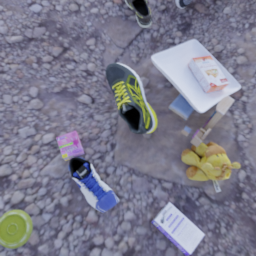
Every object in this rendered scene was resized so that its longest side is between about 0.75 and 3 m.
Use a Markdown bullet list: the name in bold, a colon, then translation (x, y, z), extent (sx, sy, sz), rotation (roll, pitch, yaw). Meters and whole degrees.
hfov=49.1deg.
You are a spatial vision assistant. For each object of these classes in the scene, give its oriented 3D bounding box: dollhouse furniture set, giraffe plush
- **dollhouse furniture set**: translation (2.343, -0.759, 9.994), extent (1.969, 1.285, 1.858), rotation (38, 58, 12)
- **giraffe plush**: translation (2.831, 1.203, 9.436), extent (1.624, 1.527, 1.883), rotation (-30, 74, -10)

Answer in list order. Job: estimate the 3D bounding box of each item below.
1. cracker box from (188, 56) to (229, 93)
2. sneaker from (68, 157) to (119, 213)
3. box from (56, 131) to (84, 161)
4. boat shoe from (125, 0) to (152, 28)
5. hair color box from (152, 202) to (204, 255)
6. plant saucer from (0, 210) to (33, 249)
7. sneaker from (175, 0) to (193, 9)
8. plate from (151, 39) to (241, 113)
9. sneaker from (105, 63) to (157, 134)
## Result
- **cracker box**: translation (3.077, -2.079, 10.763), extent (0.964, 0.415, 1.439), rotation (-15, 67, -27)
- **sneaker**: translation (-1.326, 1.823, 9.335), extent (0.911, 1.303, 2.256), rotation (-39, 77, -11)
- **box**: translation (-2.109, 0.656, 10.218), extent (0.749, 0.412, 0.852), rotation (-20, 73, -7)
- **boat shoe**: translation (0.442, -5.415, 12.171), extent (0.784, 0.662, 2.200), rotation (-23, 72, -6)
- **hair color box**: translation (1.627, 3.306, 9.211), extent (1.517, 0.492, 0.829), rotation (42, 65, 12)
- **plant saucer**: translation (-3.855, 3.389, 9.396), extent (1.244, 0.193, 1.244), rotation (0, 71, -1)
- **sneaker**: translation (3.150, -5.965, 11.533), extent (2.642, 0.997, 1.503), rotation (-51, 50, 21)
- **plate**: translation (2.567, -1.999, 10.691), extent (2.810, 0.455, 2.816), rotation (-30, 74, -33)
- **sneaker**: translation (0.036, -1.066, 9.975), extent (1.091, 1.240, 2.930), rotation (-34, 86, 26)
